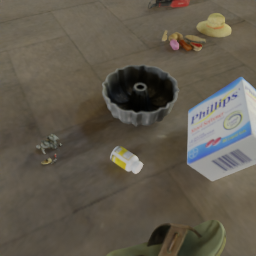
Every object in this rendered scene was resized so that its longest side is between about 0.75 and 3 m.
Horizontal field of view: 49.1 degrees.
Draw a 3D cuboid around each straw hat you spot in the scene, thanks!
[{"bbox_3d":[3.950,-4.780,12.645,1.582,0.670,1.582,0,47,0],"label":"straw hat"}]

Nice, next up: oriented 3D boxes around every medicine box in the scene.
[{"bbox_3d":[2.571,0.047,7.287,1.046,1.851,2.032,34,44,-23],"label":"medicine box"}]

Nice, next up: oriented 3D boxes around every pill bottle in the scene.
[{"bbox_3d":[-0.034,0.882,7.619,0.834,0.467,0.467,32,55,25],"label":"pill bottle"}]

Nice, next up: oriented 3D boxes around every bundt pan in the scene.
[{"bbox_3d":[0.387,-0.980,9.021,2.417,0.907,2.417,-1,47,1],"label":"bundt pan"}]

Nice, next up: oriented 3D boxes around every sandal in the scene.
[{"bbox_3d":[0.728,2.407,5.653,2.649,0.756,1.052,-15,13,-5],"label":"sandal"}]

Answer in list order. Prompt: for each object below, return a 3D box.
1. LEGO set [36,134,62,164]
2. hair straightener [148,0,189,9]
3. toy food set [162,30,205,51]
[{"bbox_3d":[-2.252,0.531,8.037,0.707,0.309,1.089,-20,49,-15],"label":"LEGO set"},{"bbox_3d":[2.011,-6.447,14.414,2.101,0.430,0.808,-14,48,-6],"label":"hair straightener"},{"bbox_3d":[2.335,-3.592,11.858,1.786,0.281,1.135,17,50,5],"label":"toy food set"}]
